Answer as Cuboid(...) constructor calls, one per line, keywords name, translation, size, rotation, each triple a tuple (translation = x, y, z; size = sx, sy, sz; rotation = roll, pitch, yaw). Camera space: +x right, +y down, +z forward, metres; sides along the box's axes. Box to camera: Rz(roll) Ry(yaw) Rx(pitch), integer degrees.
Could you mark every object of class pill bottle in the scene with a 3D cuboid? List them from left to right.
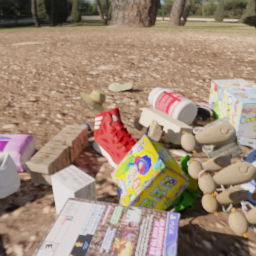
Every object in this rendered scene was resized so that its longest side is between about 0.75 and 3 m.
Cuboid(name="pill bottle", translation=(1.838, -0.960, 12.043), size=(1.173, 1.173, 2.089), rotation=(-16, 35, -29))

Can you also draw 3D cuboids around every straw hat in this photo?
Cuboid(name="straw hat", translation=(-1.197, -1.159, 10.882), size=(1.291, 0.546, 1.291), rotation=(38, 13, -10))

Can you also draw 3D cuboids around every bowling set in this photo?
Cuboid(name="bowling set", translation=(1.987, 1.310, 6.357), size=(1.317, 1.708, 2.454), rotation=(-13, 61, -16))

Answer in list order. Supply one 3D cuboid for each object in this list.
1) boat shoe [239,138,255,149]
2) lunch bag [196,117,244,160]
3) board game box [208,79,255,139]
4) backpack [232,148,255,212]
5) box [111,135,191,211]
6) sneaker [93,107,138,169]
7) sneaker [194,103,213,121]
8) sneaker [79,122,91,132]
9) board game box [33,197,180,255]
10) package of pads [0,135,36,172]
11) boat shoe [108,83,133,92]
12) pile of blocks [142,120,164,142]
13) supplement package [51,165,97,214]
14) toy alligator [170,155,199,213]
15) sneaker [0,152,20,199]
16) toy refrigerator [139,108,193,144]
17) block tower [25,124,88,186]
Cuboid(name="boat shoe", translation=(4.419, 0.565, 9.930), size=(0.936, 0.331, 0.425), rotation=(17, -1, 17))
Cuboid(name="lunch bag", translation=(2.459, 0.348, 7.591), size=(0.916, 1.117, 0.657), rotation=(-29, 19, 9))
Cuboid(name="board game box", translation=(4.644, -0.878, 11.671), size=(1.522, 1.495, 2.903), rotation=(-2, 26, -5))
Cuboid(name="backpack", translation=(3.584, 1.324, 6.778), size=(1.923, 1.556, 2.019), rotation=(-40, 16, -1))
Cuboid(name="box", translation=(0.495, 1.271, 7.077), size=(0.943, 1.489, 1.546), rotation=(34, 13, -27))
Cuboid(name="sneaker", translation=(-0.291, 0.314, 9.025), size=(1.122, 1.654, 2.864), rotation=(-25, 33, -37))
Cuboid(name="sneaker", translation=(2.951, -0.821, 12.650), size=(1.886, 0.757, 0.814), rotation=(28, 26, 29))
Cuboid(name="sneaker", translation=(-1.920, 0.226, 10.693), size=(0.473, 0.398, 1.206), rotation=(45, 55, 13))
Cuboid(name="board game box", translation=(-0.324, 2.490, 5.183), size=(2.396, 1.160, 1.910), rotation=(6, 27, 11))
Cuboid(name="package of pads", translation=(-4.232, 0.801, 9.028), size=(2.155, 0.815, 1.298), rotation=(0, 26, 1))
Cuboid(name="boat shoe", translation=(-0.406, -2.265, 15.769), size=(1.379, 0.504, 0.432), rotation=(-3, -7, 12))
Cuboid(name="pile of blocks", translation=(0.964, 0.171, 9.811), size=(0.534, 0.706, 1.719), rotation=(19, -14, -7))
Cuboid(name="supplement package", translation=(-1.295, 1.686, 6.820), size=(0.912, 1.170, 0.649), rotation=(22, 34, 38))
Cuboid(name="toy alligator", translation=(1.472, 1.748, 7.310), size=(0.764, 0.835, 2.815), rotation=(44, 36, -8))
Cuboid(name="sneaker", translation=(-4.200, 1.521, 7.027), size=(1.098, 1.291, 2.918), rotation=(19, 32, 31))
Cuboid(name="toy refrigerator", translation=(1.405, -0.065, 10.735), size=(0.787, 0.725, 2.073), rotation=(4, 19, -40))
Cuboid(name="block tower", translation=(-2.183, 0.792, 9.108), size=(0.757, 0.810, 2.802), rotation=(6, 25, 15))
